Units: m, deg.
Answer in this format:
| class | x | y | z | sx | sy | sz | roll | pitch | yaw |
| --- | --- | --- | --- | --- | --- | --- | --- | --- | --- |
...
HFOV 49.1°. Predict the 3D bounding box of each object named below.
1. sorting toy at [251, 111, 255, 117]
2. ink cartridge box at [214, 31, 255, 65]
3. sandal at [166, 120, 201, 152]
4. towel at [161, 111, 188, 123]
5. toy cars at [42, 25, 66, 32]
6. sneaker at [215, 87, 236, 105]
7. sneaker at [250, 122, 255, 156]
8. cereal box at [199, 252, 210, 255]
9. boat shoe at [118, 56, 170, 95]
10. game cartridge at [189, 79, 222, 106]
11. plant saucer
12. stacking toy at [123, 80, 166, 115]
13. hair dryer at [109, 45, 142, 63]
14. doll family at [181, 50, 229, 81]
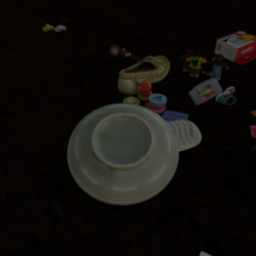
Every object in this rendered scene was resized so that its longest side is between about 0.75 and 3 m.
| class | x | y | z | sx | sy | sz | roll | pitch | yaw |
| --- | --- | --- | --- | --- | --- | --- | --- | --- | --- |
| sorting toy | 4.956 | -0.429 | 8.939 | 1.845 | 0.312 | 0.890 | 0 | 41 | 1 |
| ink cartridge box | 4.896 | -3.512 | 12.202 | 1.630 | 0.684 | 1.431 | -27 | 49 | -28 |
| sandal | 0.694 | 0.417 | 7.734 | 2.951 | 0.725 | 1.201 | -1 | 55 | -21 |
| towel | 1.401 | -0.151 | 8.789 | 0.808 | 0.133 | 1.117 | 11 | 41 | 16 |
| toy cars | -3.821 | -5.179 | 14.444 | 1.202 | 0.266 | 0.539 | 3 | 42 | 3 |
| sneaker | 3.502 | -1.074 | 9.614 | 0.906 | 0.379 | 0.547 | -33 | 45 | -22 |
| sneaker | 4.052 | 0.704 | 7.281 | 1.388 | 1.150 | 2.911 | -17 | 38 | 14 |
| cereal box | 1.820 | 2.977 | 5.037 | 1.352 | 0.267 | 0.973 | 18 | 44 | 19 |
| boat shoe | 0.659 | -2.194 | 10.537 | 1.008 | 0.869 | 2.763 | 32 | 50 | 31 |
| game cartridge | 2.528 | -1.193 | 9.203 | 0.976 | 0.650 | 0.200 | -29 | 34 | 18 |
| plant saucer | -0.138 | 0.423 | 7.010 | 2.864 | 0.719 | 2.864 | 0 | 59 | 0 |
| stacking toy | 0.533 | -0.983 | 9.370 | 1.244 | 0.581 | 1.375 | -23 | 45 | -24 |
| hair dryer | -0.193 | -3.041 | 11.770 | 1.307 | 0.466 | 1.716 | 15 | 19 | -46 |
| doll family | 2.899 | -2.472 | 10.724 | 1.819 | 1.052 | 0.714 | 9 | 42 | 10 |
